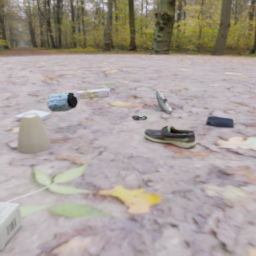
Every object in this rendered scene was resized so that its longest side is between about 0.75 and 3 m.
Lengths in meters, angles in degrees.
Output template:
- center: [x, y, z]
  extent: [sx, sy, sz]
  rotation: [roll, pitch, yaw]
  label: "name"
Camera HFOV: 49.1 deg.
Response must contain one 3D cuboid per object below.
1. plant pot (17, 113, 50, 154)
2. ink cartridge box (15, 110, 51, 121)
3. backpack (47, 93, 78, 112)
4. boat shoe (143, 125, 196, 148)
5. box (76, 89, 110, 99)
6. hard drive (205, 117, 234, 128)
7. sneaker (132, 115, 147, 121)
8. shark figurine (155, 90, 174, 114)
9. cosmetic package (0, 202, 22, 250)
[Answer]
- center: [-3.627, 0.137, 10.610]
  extent: [1.224, 1.307, 1.224]
  rotation: [1, 20, 0]
  label: "plant pot"
- center: [-4.776, -0.550, 14.078]
  extent: [1.253, 0.276, 1.277]
  rotation: [10, 24, 26]
  label: "ink cartridge box"
- center: [-2.962, -1.128, 12.328]
  extent: [1.200, 0.922, 0.979]
  rotation: [12, -17, 10]
  label: "backpack"
- center: [1.657, 0.231, 11.210]
  extent: [2.206, 0.715, 0.808]
  rotation: [10, 22, 27]
  label: "boat shoe"
- center: [-2.311, -2.267, 18.605]
  extent: [2.249, 0.466, 0.435]
  rotation: [-8, 22, -24]
  label: "box"
- center: [4.366, -0.286, 13.325]
  extent: [1.273, 0.270, 0.859]
  rotation: [7, 21, 18]
  label: "hard drive"
- center: [0.548, -0.518, 14.051]
  extent: [0.775, 0.286, 0.314]
  rotation: [3, 12, -13]
  label: "sneaker"
- center: [1.909, -1.071, 15.248]
  extent: [0.843, 1.206, 2.019]
  rotation: [-27, 41, -2]
  label: "shark figurine"
- center: [-3.350, 2.084, 6.191]
  extent: [1.684, 0.599, 0.886]
  rotation: [4, 20, 10]
  label: "cosmetic package"
